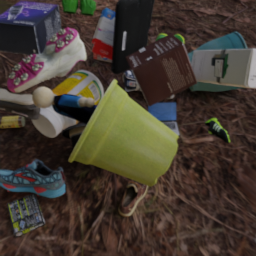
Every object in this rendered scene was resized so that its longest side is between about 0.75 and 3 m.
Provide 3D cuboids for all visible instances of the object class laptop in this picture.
[{"bbox_3d":[1.387,-0.335,11.039,1.154,0.714,1.232,-2,44,-1],"label":"laptop"}]

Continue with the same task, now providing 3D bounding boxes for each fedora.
[{"bbox_3d":[-1.033,0.586,9.538,2.429,2.429,1.109,-2,74,-2],"label":"fedora"}]

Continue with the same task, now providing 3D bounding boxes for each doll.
[{"bbox_3d":[-1.047,-0.387,6.784,2.525,1.723,0.612,22,77,-14],"label":"doll"}]

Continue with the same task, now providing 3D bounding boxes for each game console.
[{"bbox_3d":[-0.021,-3.748,10.390,2.388,2.715,1.580,-30,54,-32],"label":"game console"}]

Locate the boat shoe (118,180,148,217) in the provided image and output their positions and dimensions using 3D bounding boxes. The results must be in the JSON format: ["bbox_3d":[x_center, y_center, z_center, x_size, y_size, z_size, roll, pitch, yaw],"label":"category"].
[{"bbox_3d":[0.191,1.968,8.774,0.592,0.591,1.641,21,48,20],"label":"boat shoe"}]

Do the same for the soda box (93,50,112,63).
[{"bbox_3d":[-0.824,-3.859,14.686,1.988,0.630,0.696,16,47,15],"label":"soda box"}]

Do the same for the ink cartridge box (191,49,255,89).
[{"bbox_3d":[3.457,-1.825,8.768,1.837,1.060,2.514,1,12,-26],"label":"ink cartridge box"}]

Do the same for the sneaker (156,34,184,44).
[{"bbox_3d":[1.424,-2.945,9.609,1.112,0.412,0.465,18,59,39],"label":"sneaker"}]

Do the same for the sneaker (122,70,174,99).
[{"bbox_3d":[0.773,-1.898,12.434,1.464,0.946,2.698,-19,41,-25],"label":"sneaker"}]

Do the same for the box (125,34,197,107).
[{"bbox_3d":[1.032,-1.861,8.950,1.704,1.399,1.413,-26,32,6],"label":"box"}]

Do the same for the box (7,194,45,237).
[{"bbox_3d":[-3.067,2.588,8.396,0.867,0.240,1.082,-21,48,-19],"label":"box"}]

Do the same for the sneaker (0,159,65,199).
[{"bbox_3d":[-3.040,1.446,8.840,2.265,1.082,0.898,9,14,3],"label":"sneaker"}]

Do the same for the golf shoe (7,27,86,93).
[{"bbox_3d":[-2.065,-1.566,7.362,2.283,1.045,0.860,-36,57,1],"label":"golf shoe"}]

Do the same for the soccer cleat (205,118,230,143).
[{"bbox_3d":[1.876,0.089,5.891,0.309,0.258,0.763,-24,39,4],"label":"soccer cleat"}]

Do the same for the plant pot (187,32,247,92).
[{"bbox_3d":[3.750,-2.699,12.380,2.332,2.482,2.482,-13,45,4],"label":"plant pot"}]

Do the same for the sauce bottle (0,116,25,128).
[{"bbox_3d":[-4.869,-0.216,11.106,1.428,0.462,0.462,-3,45,-1],"label":"sauce bottle"}]

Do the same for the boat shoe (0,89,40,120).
[{"bbox_3d":[-4.085,-0.801,9.471,2.590,0.738,0.866,12,29,22],"label":"boat shoe"}]

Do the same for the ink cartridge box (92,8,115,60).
[{"bbox_3d":[-0.772,-3.601,10.901,0.983,1.692,0.569,18,8,-23],"label":"ink cartridge box"}]

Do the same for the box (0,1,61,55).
[{"bbox_3d":[-3.289,-3.362,9.381,1.451,1.023,1.961,8,43,6],"label":"box"}]

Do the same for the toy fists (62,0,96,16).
[{"bbox_3d":[-1.850,-4.619,10.533,1.263,0.644,0.434,5,9,-4],"label":"toy fists"}]

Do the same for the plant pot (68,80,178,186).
[{"bbox_3d":[0.003,0.313,6.881,2.076,2.258,2.258,29,47,-5],"label":"plant pot"}]

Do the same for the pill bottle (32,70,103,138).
[{"bbox_3d":[-2.362,-0.937,11.026,1.597,1.597,2.831,22,49,21],"label":"pill bottle"}]
